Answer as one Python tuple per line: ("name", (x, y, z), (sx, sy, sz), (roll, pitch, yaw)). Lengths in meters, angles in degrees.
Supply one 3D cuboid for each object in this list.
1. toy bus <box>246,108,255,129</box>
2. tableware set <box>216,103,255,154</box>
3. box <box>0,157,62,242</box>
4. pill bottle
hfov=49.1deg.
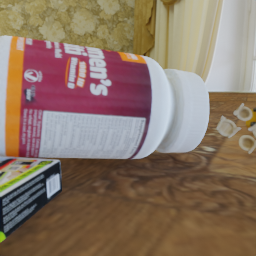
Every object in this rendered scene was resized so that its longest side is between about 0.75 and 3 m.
("toy bus", (3.373, -0.162, 6.122), (1.409, 0.459, 0.552), (-2, -28, 47))
("tableware set", (1.920, 0.016, 4.603), (0.681, 0.816, 0.095), (-41, -19, -15))
("box", (-1.482, 0.659, 2.092), (1.155, 0.364, 2.098), (2, 10, 12))
("pill bottle", (-0.367, -0.309, 3.799), (2.660, 1.457, 1.457), (3, 8, -20))
